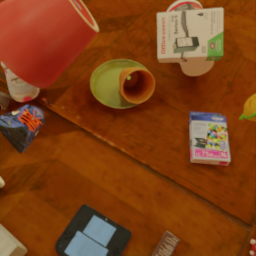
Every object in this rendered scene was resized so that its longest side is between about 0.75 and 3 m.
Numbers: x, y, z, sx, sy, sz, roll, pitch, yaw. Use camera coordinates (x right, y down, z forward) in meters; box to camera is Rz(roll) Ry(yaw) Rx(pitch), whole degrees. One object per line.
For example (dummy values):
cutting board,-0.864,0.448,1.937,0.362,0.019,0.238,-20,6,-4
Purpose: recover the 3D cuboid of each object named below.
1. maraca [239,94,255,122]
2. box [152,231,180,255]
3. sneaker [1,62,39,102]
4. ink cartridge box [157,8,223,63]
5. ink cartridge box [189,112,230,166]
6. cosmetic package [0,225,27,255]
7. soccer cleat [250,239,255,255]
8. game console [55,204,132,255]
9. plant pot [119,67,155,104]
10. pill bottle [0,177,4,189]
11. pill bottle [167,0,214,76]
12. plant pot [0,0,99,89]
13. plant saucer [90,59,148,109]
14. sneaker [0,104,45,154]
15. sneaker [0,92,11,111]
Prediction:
maraca,3.155,-0.485,6.815,0.841,1.227,0.656,-37,86,-4
box,0.870,3.511,7.585,0.477,0.638,1.274,32,65,18
sneaker,-4.230,-2.194,10.620,1.139,1.235,2.799,-22,62,-12
ink cartridge box,1.948,-2.916,9.031,2.039,0.857,1.488,-1,95,10
ink cartridge box,2.771,0.248,9.672,1.231,0.433,2.062,4,58,2
cosmetic package,-3.966,3.093,7.711,2.044,0.922,1.092,33,65,21
soccer cleat,3.770,3.688,7.489,0.919,0.741,2.158,36,55,-6
game console,-0.998,3.235,7.966,1.775,0.275,1.570,27,63,14
plant pot,0.184,-1.668,10.227,1.251,1.251,1.146,-19,31,-11
pill bottle,-4.653,1.872,8.429,1.544,0.871,0.871,-37,66,-19
pill bottle,2.468,-3.577,11.205,1.638,1.638,2.959,-4,60,-2
plant pot,-2.458,-3.016,8.531,2.488,2.812,2.812,-34,61,14
plant saucer,-0.260,-1.644,10.807,2.393,0.372,2.393,0,59,0
sneaker,-2.170,-0.122,5.805,0.859,2.191,0.825,-41,110,-10
sneaker,-5.152,-1.080,10.352,1.683,0.593,0.636,11,81,17
